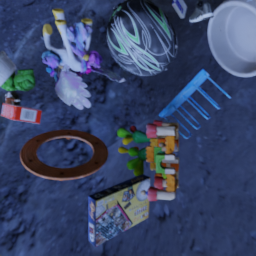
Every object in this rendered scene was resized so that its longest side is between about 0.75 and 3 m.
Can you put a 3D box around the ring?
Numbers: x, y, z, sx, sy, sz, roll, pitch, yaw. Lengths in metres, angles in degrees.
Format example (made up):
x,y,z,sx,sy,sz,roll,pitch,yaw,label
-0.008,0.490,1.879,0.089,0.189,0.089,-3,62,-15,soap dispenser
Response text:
x,y,z,sx,sy,sz,roll,pitch,yaw,label
-1.796,0.739,8.031,2.443,0.234,2.443,6,30,-3,ring

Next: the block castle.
x,y,z,sx,sy,sz,roll,pitch,yaw,label
0.751,0.730,6.698,0.840,1.196,1.790,0,97,16,block castle

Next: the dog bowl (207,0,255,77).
x,y,z,sx,sy,sz,roll,pitch,yaw,label
3.751,-2.929,9.037,0.830,2.830,2.830,-32,70,-19,dog bowl

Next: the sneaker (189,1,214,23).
x,y,z,sx,sy,sz,roll,pitch,yaw,label
2.196,-3.542,8.508,0.429,1.289,0.583,-14,106,-6,sneaker

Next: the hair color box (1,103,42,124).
x,y,z,sx,sy,sz,roll,pitch,yaw,label
-3.021,-0.407,7.867,0.710,1.281,0.409,9,93,-38,hair color box

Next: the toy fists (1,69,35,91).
x,y,z,sx,sy,sz,roll,pitch,yaw,label
-3.502,-1.474,8.763,1.319,0.454,0.672,2,108,16,toy fists

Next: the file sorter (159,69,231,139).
x,y,z,sx,sy,sz,roll,pitch,yaw,label
1.956,-0.643,8.077,1.057,1.196,1.724,47,109,11,file sorter

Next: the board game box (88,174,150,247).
x,y,z,sx,sy,sz,roll,pitch,yaw,label
-0.186,2.044,7.155,1.846,1.251,0.319,-12,21,-42,board game box

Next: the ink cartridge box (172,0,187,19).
x,y,z,sx,sy,sz,roll,pitch,yaw,label
2.037,-5.022,11.340,0.213,1.151,0.545,6,75,34,ink cartridge box

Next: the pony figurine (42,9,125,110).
x,y,z,sx,sy,sz,roll,pitch,yaw,label
-1.630,-2.056,8.788,2.580,2.672,2.225,30,46,30,pony figurine

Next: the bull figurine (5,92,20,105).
x,y,z,sx,sy,sz,roll,pitch,yaw,label
-4.743,-0.992,11.360,0.588,0.316,0.969,0,66,0,bull figurine

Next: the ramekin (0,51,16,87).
x,y,z,sx,sy,sz,roll,pitch,yaw,label
-3.621,-1.465,7.684,0.580,1.245,1.245,42,68,-23,ramekin

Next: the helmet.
x,y,z,sx,sy,sz,roll,pitch,yaw,label
0.442,-2.915,9.323,2.385,2.385,2.274,-6,55,-3,helmet

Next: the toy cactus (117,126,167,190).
x,y,z,sx,sy,sz,roll,pitch,yaw,label
0.715,0.660,8.218,1.838,1.139,2.228,-45,69,22,toy cactus
